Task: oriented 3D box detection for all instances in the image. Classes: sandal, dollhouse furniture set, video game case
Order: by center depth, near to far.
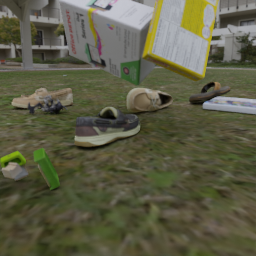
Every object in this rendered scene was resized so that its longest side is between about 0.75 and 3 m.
[{"bbox_3d":[-1.872,0.869,4.250,1.495,0.577,0.747,-24,28,-12],"label":"dollhouse furniture set"},{"bbox_3d":[4.321,-0.885,10.904,2.264,0.260,2.063,10,17,30],"label":"video game case"},{"bbox_3d":[3.604,-1.652,12.423,2.635,0.719,1.077,-16,-1,-36],"label":"sandal"}]

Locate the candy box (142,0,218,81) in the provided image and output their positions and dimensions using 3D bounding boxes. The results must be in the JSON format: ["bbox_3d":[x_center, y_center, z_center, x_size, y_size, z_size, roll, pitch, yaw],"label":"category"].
[{"bbox_3d":[1.326,-2.677,6.489,1.488,2.911,0.384,18,-13,-18],"label":"candy box"}]

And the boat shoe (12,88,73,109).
[{"bbox_3d":[-3.408,-1.223,11.178,2.342,0.756,0.835,-7,16,-25],"label":"boat shoe"}]

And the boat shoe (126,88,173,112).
[{"bbox_3d":[0.828,-1.019,10.304,0.782,0.869,2.409,9,12,35],"label":"boat shoe"}]

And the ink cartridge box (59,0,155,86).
[{"bbox_3d":[-0.534,-2.706,8.184,2.657,1.924,1.115,27,57,19],"label":"ink cartridge box"}]

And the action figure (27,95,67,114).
[{"bbox_3d":[-2.844,-0.824,9.896,1.316,0.672,0.782,-5,5,-12],"label":"action figure"}]

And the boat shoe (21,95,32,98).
[{"bbox_3d":[-4.023,-1.204,11.835,1.209,0.390,0.431,4,15,16],"label":"boat shoe"}]

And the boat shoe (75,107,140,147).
[{"bbox_3d":[-0.410,-0.139,6.987,0.843,0.776,2.360,9,17,32],"label":"boat shoe"}]
